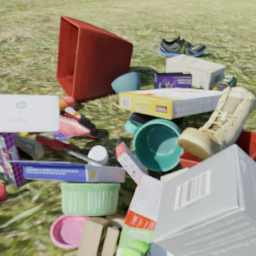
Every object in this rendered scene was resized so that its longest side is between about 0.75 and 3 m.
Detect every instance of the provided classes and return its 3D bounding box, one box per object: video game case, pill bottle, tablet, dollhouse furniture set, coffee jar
[{"bbox_3d":[-3.393,0.425,6.920,1.690,1.865,0.334,17,35,27],"label":"video game case"},{"bbox_3d":[-0.753,0.779,6.996,0.494,0.826,0.494,3,64,-6],"label":"pill bottle"},{"bbox_3d":[-2.381,-0.346,6.222,1.649,0.113,1.073,0,52,-16],"label":"tablet"},{"bbox_3d":[-0.332,2.229,5.558,0.911,0.781,0.958,14,0,18],"label":"dollhouse furniture set"},{"bbox_3d":[4.006,-1.667,11.536,0.548,0.670,1.284,19,37,32],"label":"coffee jar"}]

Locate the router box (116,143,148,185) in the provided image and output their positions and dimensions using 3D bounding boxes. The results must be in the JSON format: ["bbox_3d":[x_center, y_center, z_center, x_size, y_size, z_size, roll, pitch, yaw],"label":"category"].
[{"bbox_3d":[0.126,0.889,6.428,0.245,1.003,0.900,-37,12,4],"label":"router box"}]

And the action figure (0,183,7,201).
[{"bbox_3d":[-3.818,1.716,5.317,0.944,1.433,2.894,14,36,22],"label":"action figure"}]

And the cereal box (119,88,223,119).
[{"bbox_3d":[1.450,-0.855,8.756,2.892,0.571,2.080,-12,19,-42],"label":"cereal box"}]

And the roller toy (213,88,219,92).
[{"bbox_3d":[3.141,-1.007,10.241,0.530,0.692,0.759,2,57,42],"label":"roller toy"}]

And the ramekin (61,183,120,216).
[{"bbox_3d":[-0.788,1.464,5.834,1.236,0.604,1.236,1,-11,0],"label":"ramekin"}]

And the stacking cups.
[{"bbox_3d":[-2.736,-0.486,9.710,0.694,0.694,2.294,21,32,30],"label":"stacking cups"}]

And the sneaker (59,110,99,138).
[{"bbox_3d":[-1.646,0.026,8.668,1.564,0.678,0.576,24,20,8],"label":"sneaker"}]

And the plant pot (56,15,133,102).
[{"bbox_3d":[-1.399,-2.890,11.794,2.511,2.847,2.850,-3,29,-26],"label":"plant pot"}]

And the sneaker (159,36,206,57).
[{"bbox_3d":[3.108,-4.666,16.058,2.691,1.115,0.954,5,33,9],"label":"sneaker"}]

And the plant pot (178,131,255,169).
[{"bbox_3d":[2.241,0.957,6.331,1.463,1.291,1.465,9,35,46],"label":"plant pot"}]

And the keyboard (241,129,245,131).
[{"bbox_3d":[3.573,-0.097,9.429,0.435,0.166,0.836,-7,31,-12],"label":"keyboard"}]

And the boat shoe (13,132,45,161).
[{"bbox_3d":[-3.237,0.531,7.943,1.744,0.622,0.563,12,33,17],"label":"boat shoe"}]

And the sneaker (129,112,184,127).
[{"bbox_3d":[0.860,-0.307,9.304,2.085,0.748,0.863,-2,21,-28],"label":"sneaker"}]

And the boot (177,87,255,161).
[{"bbox_3d":[1.871,-0.113,5.697,0.800,1.708,2.197,29,1,34],"label":"boot"}]

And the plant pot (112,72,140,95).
[{"bbox_3d":[0.022,-1.573,11.083,1.148,0.773,1.148,-23,-7,-3],"label":"plant pot"}]

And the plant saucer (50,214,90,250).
[{"bbox_3d":[-1.122,2.114,5.697,0.876,0.222,0.876,0,30,0],"label":"plant saucer"}]

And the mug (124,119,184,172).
[{"bbox_3d":[0.791,0.295,7.417,1.271,1.547,0.957,-25,1,17],"label":"mug"}]

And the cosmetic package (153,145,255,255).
[{"bbox_3d":[1.819,1.625,3.995,2.659,1.420,1.199,39,37,-13],"label":"cosmetic package"}]

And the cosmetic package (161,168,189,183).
[{"bbox_3d":[1.162,1.183,6.011,0.510,0.986,0.360,18,63,-20],"label":"cosmetic package"}]

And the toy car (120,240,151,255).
[{"bbox_3d":[-0.121,2.125,3.864,1.456,0.325,1.370,9,45,31],"label":"toy car"}]

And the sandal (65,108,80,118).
[{"bbox_3d":[-1.872,-0.422,9.582,0.305,0.228,0.797,-27,48,-24],"label":"sandal"}]

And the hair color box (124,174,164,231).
[{"bbox_3d":[0.894,1.726,5.498,1.728,0.553,0.959,22,40,5],"label":"hair color box"}]

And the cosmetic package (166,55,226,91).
[{"bbox_3d":[3.034,-2.585,12.853,1.254,0.886,2.423,-26,41,-36],"label":"cosmetic package"}]

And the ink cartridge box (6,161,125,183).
[{"bbox_3d":[-1.278,0.966,5.955,1.795,0.427,1.816,-3,-10,32],"label":"ink cartridge box"}]

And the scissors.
[{"bbox_3d":[-1.670,0.557,7.219,1.062,0.202,2.904,18,0,-30],"label":"scissors"}]

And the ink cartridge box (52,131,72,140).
[{"bbox_3d":[-2.171,0.021,9.151,0.620,0.218,1.038,-6,37,-14],"label":"ink cartridge box"}]

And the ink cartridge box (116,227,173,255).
[{"bbox_3d":[0.379,2.743,4.083,1.406,0.808,2.401,5,31,9],"label":"ink cartridge box"}]

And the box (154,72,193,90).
[{"bbox_3d":[1.771,-1.670,11.192,1.434,1.012,0.566,-3,30,-4],"label":"box"}]
